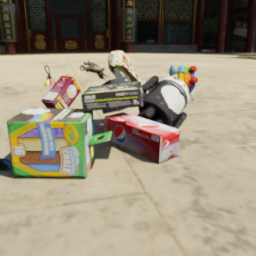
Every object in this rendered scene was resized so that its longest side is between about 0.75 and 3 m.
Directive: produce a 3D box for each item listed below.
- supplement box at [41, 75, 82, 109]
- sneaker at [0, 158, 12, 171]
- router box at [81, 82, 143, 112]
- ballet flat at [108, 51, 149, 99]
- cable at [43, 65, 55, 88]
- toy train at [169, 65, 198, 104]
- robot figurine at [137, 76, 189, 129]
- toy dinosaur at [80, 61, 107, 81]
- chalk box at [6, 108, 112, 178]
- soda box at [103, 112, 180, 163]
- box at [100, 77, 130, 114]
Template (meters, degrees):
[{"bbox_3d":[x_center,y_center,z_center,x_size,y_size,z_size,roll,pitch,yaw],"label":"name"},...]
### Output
[{"bbox_3d":[-2.095,-1.037,8.917,0.519,0.668,1.211,11,57,31],"label":"supplement box"},{"bbox_3d":[-3.620,0.928,7.732,0.981,0.359,0.402,4,19,11],"label":"sneaker"},{"bbox_3d":[-0.401,-0.902,7.939,1.640,0.509,1.229,-5,17,4],"label":"router box"},{"bbox_3d":[0.075,-1.664,10.848,1.076,2.845,0.909,-19,37,34],"label":"ballet flat"},{"bbox_3d":[-3.463,-2.243,12.273,0.495,1.019,0.256,-1,6,-2],"label":"cable"},{"bbox_3d":[2.210,-1.786,11.386,1.067,0.781,1.845,10,55,-7],"label":"toy train"},{"bbox_3d":[1.330,-0.892,10.478,1.466,1.765,2.349,23,54,31],"label":"robot figurine"},{"bbox_3d":[-1.264,-2.151,10.052,0.713,0.537,1.394,14,0,18],"label":"toy dinosaur"},{"bbox_3d":[-1.702,0.355,7.617,2.475,1.534,1.545,2,17,2],"label":"chalk box"},{"bbox_3d":[0.350,0.213,9.027,0.945,0.856,2.698,-15,24,-39],"label":"soda box"},{"bbox_3d":[-0.460,-1.120,9.913,0.744,1.055,1.426,-14,0,-25],"label":"box"}]
